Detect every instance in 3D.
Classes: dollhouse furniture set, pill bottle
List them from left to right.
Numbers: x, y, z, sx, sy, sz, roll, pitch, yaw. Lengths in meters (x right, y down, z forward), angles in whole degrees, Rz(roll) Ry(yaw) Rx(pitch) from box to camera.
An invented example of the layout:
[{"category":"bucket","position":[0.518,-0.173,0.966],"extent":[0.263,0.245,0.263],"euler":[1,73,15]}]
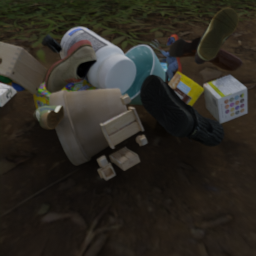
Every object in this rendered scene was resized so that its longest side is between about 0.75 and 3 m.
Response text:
[{"category":"pill bottle","position":[-1.153,-2.500,10.526],"extent":[1.675,1.675,2.945],"euler":[-26,49,-30]},{"category":"dollhouse furniture set","position":[-0.480,0.219,7.985],"extent":[1.627,1.907,0.931],"euler":[-29,20,-18]}]

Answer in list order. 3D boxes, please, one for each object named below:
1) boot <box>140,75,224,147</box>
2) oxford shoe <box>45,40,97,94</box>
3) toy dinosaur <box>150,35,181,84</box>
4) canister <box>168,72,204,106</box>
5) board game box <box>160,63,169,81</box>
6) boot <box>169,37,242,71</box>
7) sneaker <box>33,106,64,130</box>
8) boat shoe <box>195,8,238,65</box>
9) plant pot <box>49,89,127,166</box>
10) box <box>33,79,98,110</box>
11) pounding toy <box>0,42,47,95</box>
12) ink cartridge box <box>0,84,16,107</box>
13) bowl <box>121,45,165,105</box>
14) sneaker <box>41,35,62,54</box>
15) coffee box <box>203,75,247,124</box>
[{"category":"boot","position":[1.625,-0.490,8.738],"extent":[1.971,0.992,2.636],"euler":[11,38,-42]},{"category":"oxford shoe","position":[-2.002,-1.848,9.554],"extent":[0.864,2.453,0.917],"euler":[-2,57,-52]},{"category":"toy dinosaur","position":[1.846,-2.717,11.578],"extent":[2.327,2.112,1.222],"euler":[28,-2,0]},{"category":"canister","position":[1.728,-0.994,10.217],"extent":[0.785,1.813,1.347],"euler":[24,17,-41]},{"category":"board game box","position":[1.284,-2.383,13.144],"extent":[1.697,0.527,2.248],"euler":[9,38,11]},{"category":"boot","position":[2.880,-2.651,10.488],"extent":[2.190,0.703,2.041],"euler":[13,5,-30]},{"category":"sneaker","position":[-2.031,-0.255,6.833],"extent":[0.610,0.456,1.360],"euler":[-2,16,4]},{"category":"boat shoe","position":[2.705,-2.888,8.816],"extent":[0.789,0.726,2.208],"euler":[37,69,-7]},{"category":"plant pot","position":[-1.013,-0.271,8.583],"extent":[2.011,2.318,2.318],"euler":[-20,39,-1]},{"category":"box","position":[-2.408,-1.189,11.091],"extent":[1.785,1.130,1.853],"euler":[22,43,26]},{"category":"pounding toy","position":[-4.358,-2.045,10.474],"extent":[2.352,2.678,1.225],"euler":[18,81,17]},{"category":"ink cartridge box","position":[-5.507,-1.459,11.966],"extent":[0.872,0.504,1.199],"euler":[7,38,9]},{"category":"bowl","position":[0.502,-1.806,10.675],"extent":[1.228,2.348,2.348],"euler":[25,22,-37]},{"category":"sneaker","position":[-2.763,-3.007,10.254],"extent":[0.418,0.727,1.393],"euler":[-48,19,-4]},{"category":"coffee box","position":[3.456,-1.032,9.957],"extent":[1.083,1.094,1.095],"euler":[-21,38,-2]}]
